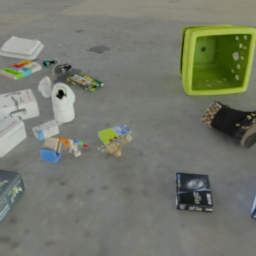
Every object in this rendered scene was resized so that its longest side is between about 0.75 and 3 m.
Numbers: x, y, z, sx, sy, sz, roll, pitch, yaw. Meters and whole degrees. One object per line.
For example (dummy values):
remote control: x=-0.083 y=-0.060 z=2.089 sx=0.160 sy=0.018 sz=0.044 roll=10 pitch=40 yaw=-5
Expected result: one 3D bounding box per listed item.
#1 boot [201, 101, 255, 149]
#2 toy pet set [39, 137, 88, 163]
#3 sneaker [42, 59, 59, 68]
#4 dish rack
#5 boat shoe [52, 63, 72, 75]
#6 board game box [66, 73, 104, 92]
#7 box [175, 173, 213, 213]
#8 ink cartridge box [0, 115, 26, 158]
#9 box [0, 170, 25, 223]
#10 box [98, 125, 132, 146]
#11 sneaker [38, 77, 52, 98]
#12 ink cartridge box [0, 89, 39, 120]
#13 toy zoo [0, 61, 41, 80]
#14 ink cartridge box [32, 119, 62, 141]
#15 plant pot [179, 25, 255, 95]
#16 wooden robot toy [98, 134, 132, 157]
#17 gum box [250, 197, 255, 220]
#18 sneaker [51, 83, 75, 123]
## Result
boot: x=4.215 y=-0.440 z=10.518 sx=2.015 sy=0.979 sz=2.676 roll=29 pitch=51 yaw=33
toy pet set: x=-2.015 y=0.730 z=8.615 sx=1.295 sy=1.387 sz=0.737 roll=8 pitch=81 yaw=6
sneaker: x=-4.280 y=-3.551 z=15.318 sx=0.943 sy=0.394 sz=0.570 roll=0 pitch=30 yaw=13
dish rack: x=-6.373 y=-4.841 z=16.713 sx=2.195 sy=0.478 sz=1.884 roll=9 pitch=46 yaw=4
boat shoe: x=-3.433 y=-3.072 z=14.607 sx=0.408 sy=0.473 sz=1.301 roll=12 pitch=33 yaw=21
board game box: x=-2.112 y=-2.243 z=13.674 sx=1.755 sy=0.206 sz=0.919 roll=27 pitch=42 yaw=32
box: x=1.837 y=1.806 z=7.924 sx=0.960 sy=0.261 sz=1.198 roll=4 pitch=36 yaw=6
ink cartridge box: x=-4.722 y=0.183 z=9.766 sx=1.815 sy=0.757 sz=1.318 roll=14 pitch=38 yaw=19
box: x=-4.425 y=2.145 z=7.016 sx=2.320 sy=0.750 sz=2.942 roll=8 pitch=36 yaw=12
box: x=-0.464 y=0.253 z=10.108 sx=1.064 sy=0.254 sz=0.649 roll=-17 pitch=39 yaw=-22
sneaker: x=-3.888 y=-1.775 z=12.865 sx=0.607 sy=0.516 sz=1.373 roll=-23 pitch=42 yaw=8
ink cartridge box: x=-4.585 y=-0.851 z=11.256 sx=1.719 sy=0.729 sz=1.252 roll=-14 pitch=38 yaw=-21
toy zoo: x=-5.604 y=-3.155 z=14.939 sx=1.308 sy=0.204 sz=1.994 roll=22 pitch=41 yaw=28
ink cartridge box: x=-2.932 y=0.064 z=10.266 sx=0.969 sy=0.329 sz=0.558 roll=-25 pitch=36 yaw=-29
plant pot: x=3.839 y=-3.365 z=13.086 sx=2.868 sy=2.882 sz=2.615 roll=-3 pitch=30 yaw=-4
wooden robot toy: x=-0.368 y=0.649 z=9.268 sx=1.318 sy=0.598 sz=0.581 roll=-27 pitch=18 yaw=23
gum box: x=4.477 y=2.053 z=7.405 sx=2.011 sy=0.448 sz=1.709 roll=18 pitch=39 yaw=25
sneaker: x=-2.716 y=-1.349 z=11.659 sx=0.970 sy=1.105 sz=2.758 roll=-10 pitch=35 yaw=-11
